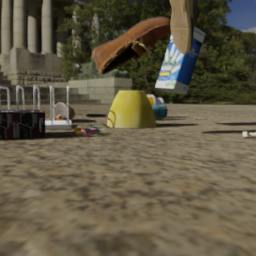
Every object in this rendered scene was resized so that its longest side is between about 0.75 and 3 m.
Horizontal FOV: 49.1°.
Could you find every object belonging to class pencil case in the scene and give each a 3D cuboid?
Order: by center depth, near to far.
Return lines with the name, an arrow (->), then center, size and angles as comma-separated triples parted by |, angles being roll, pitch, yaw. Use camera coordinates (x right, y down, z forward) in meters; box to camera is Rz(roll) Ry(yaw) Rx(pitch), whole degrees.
pencil case -> 1.107, -0.845, 15.037 | 2.000, 0.851, 0.924 | -3, 29, -28

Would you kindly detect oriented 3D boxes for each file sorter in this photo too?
file sorter -> -3.648, -0.822, 11.180 | 2.644, 1.647, 1.835 | -2, 6, -12

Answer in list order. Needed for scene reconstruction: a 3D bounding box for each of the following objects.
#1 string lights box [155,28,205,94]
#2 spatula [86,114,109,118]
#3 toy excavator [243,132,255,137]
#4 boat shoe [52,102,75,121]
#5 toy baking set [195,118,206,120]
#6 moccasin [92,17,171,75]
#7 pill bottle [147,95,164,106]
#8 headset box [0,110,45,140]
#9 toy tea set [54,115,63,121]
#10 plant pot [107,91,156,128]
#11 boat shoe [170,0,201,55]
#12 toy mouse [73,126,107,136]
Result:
string lights box -> 2.169, -2.806, 11.822 | 0.773, 2.620, 1.346 | 17, 1, -30
spatula -> -1.184, -0.852, 17.353 | 2.952, 0.303, 0.834 | -7, -18, -24
toy excavator -> 3.851, 0.176, 8.127 | 0.782, 0.401, 0.804 | -1, -8, -1
boat shoe -> -3.210, -0.820, 14.395 | 0.951, 1.003, 2.648 | -1, 8, -27
toy baking set -> 4.015, -0.490, 15.466 | 0.547, 0.083, 0.713 | 6, 8, 24
moccasin -> 0.199, -2.444, 8.423 | 2.605, 1.005, 0.953 | -26, -20, -2
pill bottle -> 0.815, -1.303, 16.904 | 2.504, 1.368, 1.368 | -1, 6, -12
headset box -> -3.667, -0.137, 8.543 | 2.137, 0.825, 1.590 | 0, 6, -19
toy tea set -> -3.286, -0.313, 13.054 | 0.606, 0.377, 1.020 | -30, 13, -5
plant pot -> 0.144, -0.818, 11.835 | 2.087, 1.482, 2.087 | 0, 5, 0
boat shoe -> 1.382, -2.695, 6.562 | 0.627, 1.934, 0.696 | -28, 38, -18
toy mouse -> -1.209, 0.112, 8.956 | 1.090, 0.237, 1.226 | 0, 6, 2
